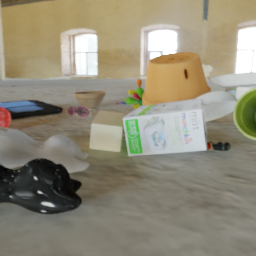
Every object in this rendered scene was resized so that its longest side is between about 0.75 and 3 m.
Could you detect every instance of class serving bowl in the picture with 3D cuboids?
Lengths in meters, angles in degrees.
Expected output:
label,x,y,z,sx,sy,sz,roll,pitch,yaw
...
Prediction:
label,x,y,z,sx,sy,sz,roll,pitch,yaw
serving bowl,2.609,-0.730,8.918,1.665,0.548,1.665,-10,-19,-3

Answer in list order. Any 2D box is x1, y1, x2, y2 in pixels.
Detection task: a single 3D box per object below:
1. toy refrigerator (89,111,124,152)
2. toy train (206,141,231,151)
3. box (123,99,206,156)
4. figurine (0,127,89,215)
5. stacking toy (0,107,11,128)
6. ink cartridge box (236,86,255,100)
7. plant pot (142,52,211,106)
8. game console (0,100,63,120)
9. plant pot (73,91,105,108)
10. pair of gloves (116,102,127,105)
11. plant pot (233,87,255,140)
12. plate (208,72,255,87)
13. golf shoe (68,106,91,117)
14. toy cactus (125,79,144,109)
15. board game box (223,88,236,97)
label,x,y,z,sx,sy,sz,roll,pitch,yaw
toy refrigerator,-0.494,0.053,7.035,0.704,0.649,1.854,6,13,-2
toy train,1.696,0.402,6.189,1.119,0.191,0.256,1,15,45
box,0.934,-0.091,6.451,1.641,0.899,1.860,-6,10,15
figurine,-1.736,0.565,4.189,2.294,1.012,2.351,6,11,-4
stacking toy,-4.753,-0.307,7.846,2.713,1.158,1.158,0,11,-21
ink cartridge box,5.802,-0.989,10.581,2.744,1.164,1.999,-1,12,-11
plant pot,1.820,-1.776,10.865,2.744,1.921,2.744,-8,25,3
game console,-4.410,-0.771,11.360,2.394,0.420,2.707,11,17,42
plant pot,-1.805,-1.336,13.228,1.516,0.700,1.516,-2,12,0
pair of gloves,-0.242,-1.268,14.461,0.779,0.089,0.626,4,14,21
plant pot,3.794,-0.356,7.701,1.409,1.409,1.338,9,3,35
plate,5.155,-1.923,11.203,2.814,0.456,2.820,-7,7,-36
golf shoe,-1.789,-0.645,10.751,1.132,0.411,0.521,11,11,39
toy cactus,1.243,-1.315,12.559,2.570,1.314,2.121,2,19,-33
board game box,4.852,-1.336,12.815,0.915,0.899,1.745,3,12,13
